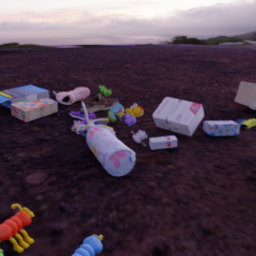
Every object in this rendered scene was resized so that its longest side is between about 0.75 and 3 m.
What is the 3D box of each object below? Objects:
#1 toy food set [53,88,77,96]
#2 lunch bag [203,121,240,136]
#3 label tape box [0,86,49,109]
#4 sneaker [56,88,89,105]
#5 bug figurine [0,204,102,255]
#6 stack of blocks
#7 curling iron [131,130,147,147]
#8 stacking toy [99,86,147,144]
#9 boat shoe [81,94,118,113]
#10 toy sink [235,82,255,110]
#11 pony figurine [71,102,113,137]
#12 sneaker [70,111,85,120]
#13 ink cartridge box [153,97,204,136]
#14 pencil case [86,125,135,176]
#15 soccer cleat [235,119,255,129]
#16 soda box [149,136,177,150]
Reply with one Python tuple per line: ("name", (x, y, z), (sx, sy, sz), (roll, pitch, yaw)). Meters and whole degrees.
("toy food set", (-3.626, -2.140, 16.888), (1.577, 0.476, 1.132), (-12, 25, -28))
("lunch bag", (3.806, 0.004, 11.444), (1.383, 0.522, 1.108), (1, 12, 0))
("label tape box", (-5.816, -1.470, 14.727), (1.921, 0.886, 2.681), (19, 32, 40))
("sneaker", (-2.952, -1.707, 15.493), (1.917, 0.721, 1.002), (-15, 23, -20))
("bug figurine", (-1.826, 2.409, 5.247), (2.657, 0.684, 2.060), (10, 24, 22))
("stack of blocks", (-4.544, -0.952, 13.654), (1.090, 0.554, 1.893), (22, 30, 30))
("curling iron", (0.444, 0.380, 10.978), (0.369, 0.190, 1.488), (-5, 22, -15))
("stacking toy", (-0.183, -0.559, 10.536), (0.514, 1.649, 2.187), (-38, 54, -19))
("boat shoe", (-1.446, -1.355, 14.501), (2.193, 0.789, 0.791), (-14, 26, -31))
("toy sink", (6.491, -1.446, 13.728), (1.381, 1.187, 2.118), (11, 12, -13))
("pony figurine", (-1.555, -0.172, 11.288), (1.604, 1.336, 1.549), (8, 28, -22))
("sneaker", (-2.330, -0.645, 13.208), (0.898, 0.375, 0.362), (16, 11, 23))
("ink cartridge box", (2.107, -0.510, 11.827), (1.728, 0.715, 1.266), (18, 59, 37))
("pencil case", (-0.621, 0.677, 9.204), (1.040, 0.953, 2.292), (-11, 24, -20))
("soccer cleat", (5.238, -0.134, 12.200), (1.151, 0.372, 0.481), (0, 51, -10))
("soda box", (1.291, 0.549, 10.337), (0.984, 0.313, 0.335), (-6, 25, -8))
